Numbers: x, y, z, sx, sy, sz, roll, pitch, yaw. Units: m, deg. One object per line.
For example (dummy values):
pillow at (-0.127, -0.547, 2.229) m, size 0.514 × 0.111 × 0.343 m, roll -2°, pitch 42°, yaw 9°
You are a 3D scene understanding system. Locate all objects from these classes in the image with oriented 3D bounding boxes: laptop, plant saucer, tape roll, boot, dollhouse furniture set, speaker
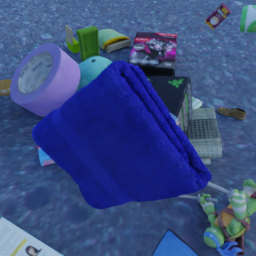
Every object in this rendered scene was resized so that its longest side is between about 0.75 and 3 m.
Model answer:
laptop at (0.550, 3.669, 3.785) m, size 2.999 × 1.738 × 2.808 m, roll -33°, pitch 52°, yaw -30°
plant saucer at (-4.538, -1.538, 10.337) m, size 0.963 × 0.170 × 0.963 m, roll 0°, pitch 44°, yaw 0°
tape roll at (-2.676, -1.541, 9.024) m, size 2.191 × 0.931 × 2.191 m, roll -15°, pitch 60°, yaw 27°
boot at (3.403, -0.560, 9.202) m, size 0.898 × 0.339 × 0.330 m, roll 19°, pitch 49°, yaw 20°
dollhouse furniture set at (-1.264, -4.132, 12.224) m, size 2.568 × 1.289 × 1.683 m, roll -25°, pitch 49°, yaw -24°
speaker at (3.562, -2.607, 6.727) m, size 1.572 × 0.695 × 0.695 m, roll 10°, pitch 44°, yaw 22°

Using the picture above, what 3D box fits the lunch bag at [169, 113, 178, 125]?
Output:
lunch bag at (0.343, 0.153, 4.856) m, size 0.993 × 0.842 × 0.631 m, roll -40°, pitch 62°, yaw -7°

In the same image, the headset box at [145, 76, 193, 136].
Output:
headset box at (0.265, -0.194, 7.719) m, size 2.584 × 1.377 × 2.967 m, roll 5°, pitch 43°, yaw 23°

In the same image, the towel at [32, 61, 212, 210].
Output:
towel at (-0.274, 0.295, 4.229) m, size 1.938 × 2.625 × 0.650 m, roll 52°, pitch 50°, yaw -10°

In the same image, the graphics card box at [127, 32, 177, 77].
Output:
graphics card box at (1.036, -2.954, 11.407) m, size 1.819 × 0.737 × 2.899 m, roll 7°, pitch 45°, yaw 7°

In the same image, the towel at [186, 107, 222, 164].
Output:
towel at (1.577, 0.216, 8.207) m, size 2.165 × 0.374 × 2.085 m, roll -5°, pitch 41°, yaw 14°

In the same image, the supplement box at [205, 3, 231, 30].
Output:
supplement box at (3.050, -3.790, 9.536) m, size 0.421 × 0.762 × 0.326 m, roll 40°, pitch 41°, yaw -10°

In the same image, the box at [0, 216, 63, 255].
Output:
box at (-2.079, 2.766, 5.501) m, size 2.612 × 0.642 × 1.075 m, roll 21°, pitch 48°, yaw 21°

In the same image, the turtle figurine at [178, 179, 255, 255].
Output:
turtle figurine at (2.216, 1.510, 6.231) m, size 2.016 × 1.496 × 2.079 m, roll -21°, pitch 51°, yaw -26°

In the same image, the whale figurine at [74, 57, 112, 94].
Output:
whale figurine at (-1.587, -1.675, 9.609) m, size 2.650 × 1.375 × 2.108 m, roll -3°, pitch 45°, yaw 2°

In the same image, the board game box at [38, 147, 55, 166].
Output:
board game box at (-2.019, 0.617, 8.059) m, size 1.054 × 0.212 × 0.806 m, roll -13°, pitch 45°, yaw -13°

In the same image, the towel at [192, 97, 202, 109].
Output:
towel at (1.421, -0.920, 9.655) m, size 1.849 × 0.216 × 1.410 m, roll 33°, pitch 54°, yaw 29°
